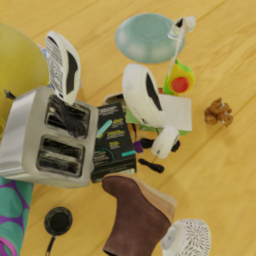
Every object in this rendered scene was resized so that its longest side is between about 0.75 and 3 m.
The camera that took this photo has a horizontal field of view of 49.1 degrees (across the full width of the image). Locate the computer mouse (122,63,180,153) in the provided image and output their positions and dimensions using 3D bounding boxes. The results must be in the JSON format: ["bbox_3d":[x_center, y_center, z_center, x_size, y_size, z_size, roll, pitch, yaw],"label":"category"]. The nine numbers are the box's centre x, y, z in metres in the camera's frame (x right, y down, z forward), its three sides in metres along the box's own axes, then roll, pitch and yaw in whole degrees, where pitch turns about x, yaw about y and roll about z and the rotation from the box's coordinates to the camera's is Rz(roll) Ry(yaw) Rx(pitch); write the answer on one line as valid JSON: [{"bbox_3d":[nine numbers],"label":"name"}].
[{"bbox_3d":[0.390,-0.351,6.807,1.364,2.487,0.546,9,43,45],"label":"computer mouse"}]

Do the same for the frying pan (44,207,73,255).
[{"bbox_3d":[-1.681,2.524,6.840,0.715,0.192,1.182,-9,62,-5],"label":"frying pan"}]

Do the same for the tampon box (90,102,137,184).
[{"bbox_3d":[-0.585,0.394,7.535,1.296,1.092,1.729,-13,60,-5],"label":"tampon box"}]

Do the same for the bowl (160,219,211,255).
[{"bbox_3d":[1.107,2.488,6.035,0.615,1.310,1.310,29,61,-13],"label":"bowl"}]

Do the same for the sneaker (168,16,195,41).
[{"bbox_3d":[1.511,-2.803,7.555,0.405,0.468,1.081,35,61,19],"label":"sneaker"}]

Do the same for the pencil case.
[{"bbox_3d":[-2.764,1.704,5.914,1.382,1.272,2.990,-33,25,4],"label":"pencil case"}]

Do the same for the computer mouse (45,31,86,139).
[{"bbox_3d":[-0.832,-0.606,3.842,0.326,1.486,0.815,-23,53,-30],"label":"computer mouse"}]

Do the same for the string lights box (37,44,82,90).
[{"bbox_3d":[-2.597,-1.745,9.065,2.060,0.607,1.059,38,67,20],"label":"string lights box"}]

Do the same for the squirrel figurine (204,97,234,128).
[{"bbox_3d":[2.642,-0.334,8.176,0.848,0.600,0.792,-29,60,19],"label":"squirrel figurine"}]

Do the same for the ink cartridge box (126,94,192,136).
[{"bbox_3d":[0.796,-0.401,7.778,1.877,0.557,0.975,7,72,-13],"label":"ink cartridge box"}]

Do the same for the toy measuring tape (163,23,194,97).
[{"bbox_3d":[1.530,-1.664,7.574,0.828,2.250,0.828,7,42,-6],"label":"toy measuring tape"}]

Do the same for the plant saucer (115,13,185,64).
[{"bbox_3d":[0.799,-3.438,10.133,2.598,0.500,2.598,0,60,-1],"label":"plant saucer"}]

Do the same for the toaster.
[{"bbox_3d":[-1.677,0.242,6.016,1.217,2.052,1.855,-15,62,44],"label":"toaster"}]

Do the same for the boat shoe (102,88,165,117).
[{"bbox_3d":[0.379,-0.831,8.438,2.363,0.739,0.841,-10,68,-7],"label":"boat shoe"}]

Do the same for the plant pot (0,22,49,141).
[{"bbox_3d":[-3.577,-0.858,7.020,2.934,2.934,2.083,-3,54,-2],"label":"plant pot"}]

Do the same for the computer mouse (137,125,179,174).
[{"bbox_3d":[0.768,0.498,6.732,0.687,0.275,1.253,31,108,15],"label":"computer mouse"}]

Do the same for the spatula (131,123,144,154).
[{"bbox_3d":[0.187,0.183,7.523,0.108,0.296,1.047,-2,78,-48],"label":"spatula"}]

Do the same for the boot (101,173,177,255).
[{"bbox_3d":[-0.099,1.762,5.657,1.898,0.687,1.578,15,43,29],"label":"boot"}]
